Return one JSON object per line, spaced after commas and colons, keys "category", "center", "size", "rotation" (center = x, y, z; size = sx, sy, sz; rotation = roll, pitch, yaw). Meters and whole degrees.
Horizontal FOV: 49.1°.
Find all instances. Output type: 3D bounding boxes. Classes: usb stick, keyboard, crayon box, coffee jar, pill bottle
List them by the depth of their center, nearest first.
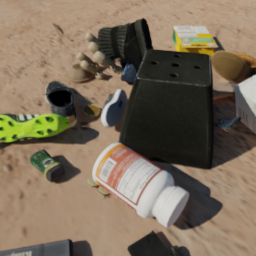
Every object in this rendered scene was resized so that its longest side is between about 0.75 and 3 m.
{"category": "usb stick", "center": [-2.416, 2.956, 6.138], "size": [2.475, 0.403, 0.686], "rotation": [-7, 40, -8]}
{"category": "keyboard", "center": [0.839, 3.087, 6.145], "size": [1.050, 0.224, 1.748], "rotation": [-25, 46, -19]}
{"category": "pill bottle", "center": [0.313, 1.461, 7.227], "size": [2.325, 1.304, 1.304], "rotation": [30, 48, 27]}
{"category": "coffee jar", "center": [-2.386, 1.132, 8.305], "size": [0.582, 0.476, 1.115], "rotation": [-31, 48, -34]}
{"category": "crayon box", "center": [3.508, -4.606, 15.084], "size": [1.851, 0.759, 2.944], "rotation": [0, 39, 0]}

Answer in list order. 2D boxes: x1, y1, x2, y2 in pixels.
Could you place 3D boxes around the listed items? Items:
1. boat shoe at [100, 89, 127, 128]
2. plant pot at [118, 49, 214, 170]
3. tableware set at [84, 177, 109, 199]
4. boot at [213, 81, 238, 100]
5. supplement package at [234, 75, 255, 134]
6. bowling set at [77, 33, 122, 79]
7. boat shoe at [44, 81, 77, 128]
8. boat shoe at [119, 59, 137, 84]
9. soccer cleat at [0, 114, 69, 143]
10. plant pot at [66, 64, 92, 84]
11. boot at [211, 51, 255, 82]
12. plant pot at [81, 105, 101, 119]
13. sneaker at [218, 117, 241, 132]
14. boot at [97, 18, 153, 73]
{"category": "boat shoe", "center": [-0.614, -0.681, 10.352], "size": [0.640, 0.776, 2.261], "rotation": [-15, 27, 26]}
{"category": "plant pot", "center": [1.375, -0.822, 8.991], "size": [2.990, 2.659, 2.997], "rotation": [8, 41, 10]}
{"category": "tableware set", "center": [-0.837, 1.672, 7.915], "size": [0.764, 0.153, 0.505], "rotation": [30, 36, 24]}
{"category": "boot", "center": [3.815, -1.448, 11.158], "size": [1.412, 0.678, 1.931], "rotation": [7, 29, 27]}
{"category": "supplement package", "center": [5.098, -0.754, 9.279], "size": [2.075, 1.596, 2.170], "rotation": [-29, 44, -3]}
{"category": "bowling set", "center": [-1.555, -2.912, 12.865], "size": [1.458, 1.890, 2.716], "rotation": [28, 28, -37]}
{"category": "boat shoe", "center": [-2.606, -1.158, 10.770], "size": [1.100, 0.918, 2.948], "rotation": [-14, 40, -14]}
{"category": "boat shoe", "center": [0.090, -3.115, 12.923], "size": [1.003, 1.230, 2.923], "rotation": [2, 37, -1]}
{"category": "soccer cleat", "center": [-3.398, -0.019, 9.475], "size": [2.875, 0.971, 1.165], "rotation": [-2, 1, 16]}
{"category": "plant pot", "center": [-2.242, -2.536, 12.682], "size": [1.171, 0.541, 1.171], "rotation": [2, 41, -2]}
{"category": "boot", "center": [4.799, -2.962, 12.431], "size": [2.936, 1.126, 2.279], "rotation": [13, 35, -9]}
{"category": "plant pot", "center": [-1.383, -0.648, 10.651], "size": [0.793, 0.109, 0.793], "rotation": [9, 40, -8]}
{"category": "sneaker", "center": [3.586, -0.229, 10.061], "size": [0.984, 0.369, 0.568], "rotation": [-25, 38, -34]}
{"category": "boot", "center": [-0.034, -2.968, 11.823], "size": [2.181, 2.918, 1.098], "rotation": [-8, 6, 27]}
